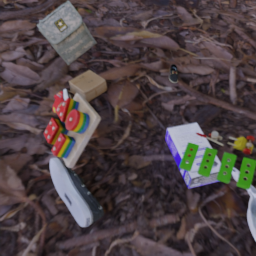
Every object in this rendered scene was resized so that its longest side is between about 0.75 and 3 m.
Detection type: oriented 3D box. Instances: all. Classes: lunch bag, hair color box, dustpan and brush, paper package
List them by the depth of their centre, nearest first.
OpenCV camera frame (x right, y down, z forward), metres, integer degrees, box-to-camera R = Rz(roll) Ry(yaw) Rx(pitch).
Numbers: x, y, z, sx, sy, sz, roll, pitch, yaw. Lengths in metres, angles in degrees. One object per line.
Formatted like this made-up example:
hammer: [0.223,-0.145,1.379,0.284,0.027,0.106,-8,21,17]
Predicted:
dustpan and brush: [4.114,2.386,8.582,1.979,0.811,2.836,-27,54,-22]
lunch bag: [-1.915,-2.966,8.729,1.236,1.507,0.886,-37,48,1]
hair color box: [2.297,0.923,9.956,1.233,0.731,2.256,-11,47,-10]
paper package: [-1.799,-1.864,12.484,1.186,0.644,1.244,36,58,28]

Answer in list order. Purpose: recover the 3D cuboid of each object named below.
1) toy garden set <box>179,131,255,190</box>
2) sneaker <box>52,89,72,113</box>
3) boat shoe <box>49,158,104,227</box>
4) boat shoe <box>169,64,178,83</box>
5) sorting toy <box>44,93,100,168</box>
toy garden set: [2.549,0.769,7.788,1.837,0.367,1.531,16,61,21]
sneaker: [-2.687,-0.740,11.572,0.857,0.777,2.018,-22,46,3]
boat shoe: [-1.722,1.969,9.015,0.756,0.917,2.671,-13,48,-37]
boat shoe: [2.162,-2.585,13.332,0.413,0.354,1.129,2,50,1]
sorting toy: [-1.680,-0.035,7.851,0.573,1.636,1.646,22,16,-38]
